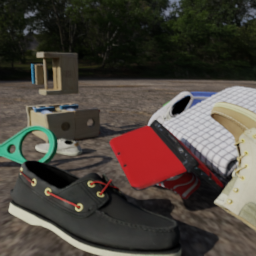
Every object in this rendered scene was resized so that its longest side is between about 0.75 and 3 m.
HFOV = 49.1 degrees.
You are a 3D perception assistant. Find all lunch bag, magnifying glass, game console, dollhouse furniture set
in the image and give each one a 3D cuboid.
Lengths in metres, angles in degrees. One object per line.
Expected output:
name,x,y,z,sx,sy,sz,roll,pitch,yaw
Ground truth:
lunch bag,2.988,-0.680,10.812,1.814,1.233,1.200,9,60,29
magnifying glass,-2.866,0.527,6.731,2.436,0.970,0.273,-9,-14,11
game console,0.645,0.647,5.148,1.444,0.995,1.676,39,8,-30
dollhouse furniture set,-2.331,-1.143,9.910,1.990,2.839,2.001,-9,16,-37

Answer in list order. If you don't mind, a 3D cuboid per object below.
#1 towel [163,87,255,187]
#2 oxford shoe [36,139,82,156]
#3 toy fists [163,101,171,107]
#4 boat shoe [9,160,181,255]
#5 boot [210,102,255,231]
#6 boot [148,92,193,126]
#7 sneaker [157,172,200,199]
towel,2.619,0.193,6.636,2.888,1.236,2.391,-29,31,-18
oxford shoe,-2.054,0.532,8.275,1.464,0.423,0.550,2,16,18
toy fists,1.423,-0.514,10.460,0.731,0.493,1.434,-8,-28,-43
boat shoe,-0.609,1.147,4.205,2.964,0.929,1.084,10,-3,30
boot,1.777,0.596,4.388,1.869,1.446,0.674,40,-3,15
boot,1.194,-0.402,8.144,0.631,1.716,0.820,44,11,2
sneaker,0.791,1.040,5.638,0.802,0.508,1.425,38,-26,-21
